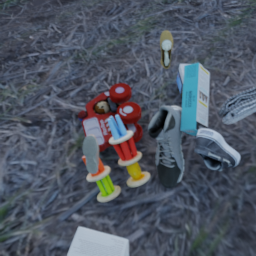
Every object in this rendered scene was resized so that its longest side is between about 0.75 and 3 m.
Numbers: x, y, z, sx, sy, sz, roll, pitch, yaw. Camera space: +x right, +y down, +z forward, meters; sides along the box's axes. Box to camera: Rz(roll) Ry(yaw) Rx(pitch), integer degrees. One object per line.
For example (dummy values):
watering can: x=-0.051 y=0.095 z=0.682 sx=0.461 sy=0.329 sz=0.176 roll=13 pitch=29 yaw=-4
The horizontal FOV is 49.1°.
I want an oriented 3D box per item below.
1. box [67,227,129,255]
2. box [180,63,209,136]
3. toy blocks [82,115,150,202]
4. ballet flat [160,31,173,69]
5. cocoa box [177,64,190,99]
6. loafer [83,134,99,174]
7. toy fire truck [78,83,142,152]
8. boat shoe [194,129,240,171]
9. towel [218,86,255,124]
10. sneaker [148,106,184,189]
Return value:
box: x=-0.758 y=3.487 z=7.444 sx=1.420 sy=1.412 sz=0.928 roll=11 pitch=49 yaw=10
box: x=2.287 y=-0.935 z=9.494 sx=0.561 sy=0.939 sz=2.282 roll=-3 pitch=75 yaw=38
toy blocks: x=-0.569 y=0.941 z=8.981 sx=1.951 sy=2.341 sz=0.850 roll=-24 pitch=13 yaw=-8
ballet flat: x=1.557 y=-3.068 z=11.181 sx=0.534 sy=1.557 sz=0.491 roll=-6 pitch=42 yaw=3
cocoa box: x=2.783 y=-2.008 z=12.361 sx=0.980 sy=0.965 sz=1.470 roll=-1 pitch=47 yaw=-3
loafer: x=-1.064 y=0.737 z=8.301 sx=0.456 sy=1.269 sz=0.399 roll=4 pitch=23 yaw=10
toy fire truck: x=-0.751 y=-0.403 z=10.878 sx=2.261 sy=1.510 sz=2.692 roll=-17 pitch=51 yaw=-8
boat shoe: x=2.884 y=0.954 z=9.141 sx=0.983 sy=2.741 sz=0.929 roll=12 pitch=75 yaw=37
towel: x=4.096 y=-0.890 z=9.720 sx=1.855 sy=1.536 sz=0.794 roll=-29 pitch=77 yaw=6
sneaker: x=1.113 y=0.602 z=9.172 sx=1.060 sy=1.631 sz=2.825 roll=1 pitch=86 yaw=33
